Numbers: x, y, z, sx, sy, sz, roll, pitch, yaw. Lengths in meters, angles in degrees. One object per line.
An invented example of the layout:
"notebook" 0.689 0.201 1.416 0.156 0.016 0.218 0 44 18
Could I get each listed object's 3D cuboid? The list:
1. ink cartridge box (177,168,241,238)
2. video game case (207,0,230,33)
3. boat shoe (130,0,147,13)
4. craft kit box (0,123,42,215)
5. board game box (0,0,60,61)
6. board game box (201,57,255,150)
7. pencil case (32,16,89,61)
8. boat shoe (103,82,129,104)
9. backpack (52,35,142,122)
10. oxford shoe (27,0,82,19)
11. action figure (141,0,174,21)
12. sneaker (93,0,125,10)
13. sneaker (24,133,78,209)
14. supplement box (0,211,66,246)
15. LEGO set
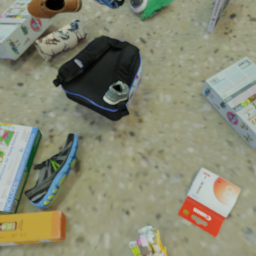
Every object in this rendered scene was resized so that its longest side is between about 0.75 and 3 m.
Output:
"ink cartridge box" 2.590 2.344 8.978 1.409 0.435 1.737 29 65 14
"video game case" 4.195 -5.755 11.888 0.294 2.334 2.561 26 67 13
"boat shoe" 0.314 -6.320 12.894 0.795 0.753 2.274 -16 60 26
"craft kit box" -4.765 1.201 9.422 2.911 0.715 2.947 10 64 2
"board game box" -4.515 -4.134 11.469 2.135 0.930 2.894 17 63 34
"board game box" 4.493 -0.983 10.334 2.142 0.933 2.903 -30 67 -14
"pencil case" -2.792 -3.681 11.655 2.250 0.875 1.006 -34 92 -15
"boat shoe" -0.218 -0.956 7.143 0.452 0.383 1.241 32 29 7
"backpack" -0.735 -1.803 10.046 2.801 2.158 2.668 27 78 5
"oxford shoe" -2.446 -3.760 8.520 2.121 0.756 0.756 5 23 33
"action figure" 1.180 -5.552 12.825 1.051 0.487 1.780 40 77 16
"sneaker" -0.825 -4.845 9.714 1.269 2.847 1.118 23 110 13
"sneaker" -2.455 1.254 9.208 1.109 0.949 2.677 26 69 5
"supplement box" -3.169 3.045 8.421 2.447 0.842 0.814 -3 63 -3
"LEGO set" 0.665 4.001 7.915 0.946 1.169 2.542 -16 93 9
